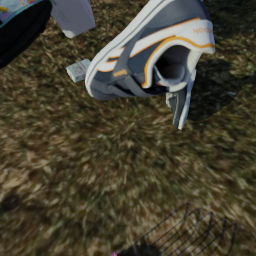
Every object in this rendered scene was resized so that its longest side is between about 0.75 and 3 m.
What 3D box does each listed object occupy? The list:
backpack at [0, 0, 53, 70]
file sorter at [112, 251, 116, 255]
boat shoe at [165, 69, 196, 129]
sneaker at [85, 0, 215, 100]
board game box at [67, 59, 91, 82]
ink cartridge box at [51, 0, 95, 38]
[{"bbox_3d":[-2.497,-2.003,5.026,2.141,1.882,1.642,-37,99,-14],"label":"backpack"},{"bbox_3d":[0.107,2.975,5.207,1.213,0.761,0.843,19,57,13],"label":"file sorter"},{"bbox_3d":[1.411,-0.913,7.942,0.711,0.891,2.357,13,44,8],"label":"boat shoe"},{"bbox_3d":[0.190,-0.913,4.463,1.045,2.665,1.058,-9,72,-38],"label":"sneaker"},{"bbox_3d":[-1.486,-1.828,8.918,0.755,0.243,0.557,-26,58,-19],"label":"board game box"},{"bbox_3d":[-1.600,-3.503,7.059,0.813,1.396,1.930,-21,62,11],"label":"ink cartridge box"}]
